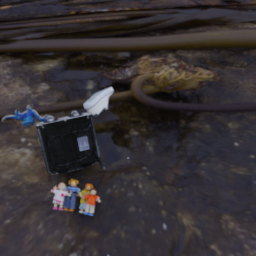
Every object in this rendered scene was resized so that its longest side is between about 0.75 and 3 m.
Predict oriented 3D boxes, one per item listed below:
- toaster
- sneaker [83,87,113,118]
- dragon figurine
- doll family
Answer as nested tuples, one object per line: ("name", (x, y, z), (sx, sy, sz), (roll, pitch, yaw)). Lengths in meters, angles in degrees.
("toaster", (-1.984, 0.541, 9.543), (1.861, 2.058, 1.221), (-14, 14, -15))
("sneaker", (-1.215, -1.124, 12.325), (0.793, 0.769, 2.172), (-14, 21, 33))
("dragon figurine", (-3.604, -0.311, 9.904), (1.591, 0.468, 0.791), (-22, 84, -19))
("doll family", (-1.571, 2.081, 8.560), (1.499, 0.676, 0.931), (10, 77, -1))
